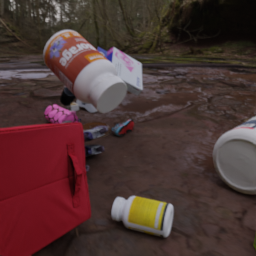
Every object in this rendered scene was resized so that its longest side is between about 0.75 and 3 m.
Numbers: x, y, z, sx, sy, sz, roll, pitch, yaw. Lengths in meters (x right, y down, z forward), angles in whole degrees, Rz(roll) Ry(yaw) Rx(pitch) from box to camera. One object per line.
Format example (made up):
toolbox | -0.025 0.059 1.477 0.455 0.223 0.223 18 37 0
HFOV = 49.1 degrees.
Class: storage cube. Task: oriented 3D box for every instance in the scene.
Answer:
storage cube | -2.550 1.169 5.925 2.720 2.325 2.445 -4 3 28

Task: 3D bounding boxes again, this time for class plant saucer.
plant saucer | -1.576 0.045 13.113 1.629 0.280 1.629 1 21 0

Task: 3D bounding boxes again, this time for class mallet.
mallet | -1.604 -1.295 11.955 2.638 0.543 0.869 0 -25 -35

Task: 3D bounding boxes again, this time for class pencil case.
pencil case | -3.269 -0.551 13.657 0.959 0.990 2.113 -2 16 -45

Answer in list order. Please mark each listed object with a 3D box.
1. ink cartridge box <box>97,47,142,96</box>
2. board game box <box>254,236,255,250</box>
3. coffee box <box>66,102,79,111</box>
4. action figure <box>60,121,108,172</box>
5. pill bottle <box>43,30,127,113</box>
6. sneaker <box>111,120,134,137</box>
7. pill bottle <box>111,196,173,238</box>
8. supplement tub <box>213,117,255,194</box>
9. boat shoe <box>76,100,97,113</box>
ink cartridge box | -0.325 -2.298 10.715 1.909 0.413 1.874 25 40 -23
board game box | 3.440 2.860 5.068 1.273 0.597 2.507 0 20 1
coffee box | -3.291 -1.263 16.512 0.480 0.339 0.849 -12 24 -30
action figure | -1.728 0.668 9.381 1.036 1.943 2.986 0 10 22
pill bottle | -1.214 -1.592 8.004 1.392 1.392 2.482 -20 55 -43
sneaker | -0.264 -0.073 13.012 0.682 0.567 1.429 11 22 31
pill bottle | 0.343 2.110 6.813 1.403 0.786 0.786 8 22 18
supplement tub | 4.194 0.690 8.879 1.985 1.985 2.828 19 28 41
boat shoe | -2.292 -1.277 16.293 1.645 0.592 0.541 19 9 35
